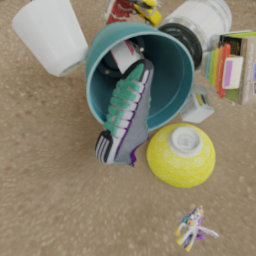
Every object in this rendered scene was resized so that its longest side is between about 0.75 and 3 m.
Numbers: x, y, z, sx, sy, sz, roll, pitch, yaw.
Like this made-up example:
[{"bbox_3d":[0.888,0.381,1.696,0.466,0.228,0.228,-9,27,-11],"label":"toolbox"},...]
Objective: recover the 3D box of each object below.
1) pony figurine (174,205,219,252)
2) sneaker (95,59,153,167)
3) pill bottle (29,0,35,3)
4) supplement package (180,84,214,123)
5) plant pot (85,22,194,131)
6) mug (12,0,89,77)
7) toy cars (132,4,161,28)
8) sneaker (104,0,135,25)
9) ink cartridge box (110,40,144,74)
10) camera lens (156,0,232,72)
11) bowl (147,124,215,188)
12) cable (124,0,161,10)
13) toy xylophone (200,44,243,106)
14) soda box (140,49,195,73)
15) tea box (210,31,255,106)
[{"bbox_3d":[1.618,2.461,6.827,1.046,1.010,0.871,-49,41,-10],"label":"pony figurine"},{"bbox_3d":[0.168,-0.337,7.563,1.279,2.922,1.087,17,12,-34],"label":"sneaker"},{"bbox_3d":[-2.870,-4.185,8.989,0.545,0.965,0.545,5,80,-28],"label":"pill bottle"},{"bbox_3d":[2.127,-0.785,9.032,0.747,0.741,0.984,7,58,-29],"label":"supplement package"},{"bbox_3d":[0.007,-1.824,8.539,2.999,2.999,2.818,-15,38,-9],"label":"plant pot"},{"bbox_3d":[-2.094,-2.792,8.920,2.392,1.916,1.964,-35,95,-50],"label":"mug"},{"bbox_3d":[0.897,-3.781,10.368,1.241,0.613,2.767,-10,74,-22],"label":"toy cars"},{"bbox_3d":[-0.314,-5.019,9.925,1.176,1.114,2.862,20,96,32],"label":"sneaker"},{"bbox_3d":[0.107,-2.071,8.651,0.593,1.407,1.018,-28,90,19],"label":"ink cartridge box"},{"bbox_3d":[2.168,-3.158,9.456,1.943,1.943,2.429,32,58,18],"label":"camera lens"},{"bbox_3d":[1.890,0.705,9.658,2.423,1.304,2.423,0,58,0],"label":"bowl"},{"bbox_3d":[0.270,-4.339,9.366,1.659,0.417,0.806,11,29,-24],"label":"cable"},{"bbox_3d":[2.458,-1.386,7.465,0.511,2.035,1.490,0,101,-2],"label":"toy xylophone"},{"bbox_3d":[1.451,-2.854,12.125,2.998,0.954,1.021,-8,58,-6],"label":"soda box"},{"bbox_3d":[3.343,-1.792,8.083,1.196,1.790,1.761,-9,25,-10],"label":"tea box"}]
